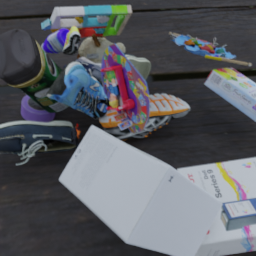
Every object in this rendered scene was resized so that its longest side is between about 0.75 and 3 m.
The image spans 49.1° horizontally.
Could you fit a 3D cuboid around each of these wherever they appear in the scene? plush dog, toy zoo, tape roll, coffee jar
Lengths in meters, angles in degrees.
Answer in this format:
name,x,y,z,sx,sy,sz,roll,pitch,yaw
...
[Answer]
name,x,y,z,sx,sy,sz,roll,pitch,yaw
plush dog,-1.186,-2.684,9.722,1.696,1.361,1.457,-49,41,-11
toy zoo,-1.281,-3.084,8.266,2.480,1.627,0.254,-9,88,-14
tape roll,-2.874,-0.625,9.006,1.058,0.449,1.058,13,40,-11
coffee jar,-2.493,-1.436,7.632,1.107,2.596,1.354,-21,70,5

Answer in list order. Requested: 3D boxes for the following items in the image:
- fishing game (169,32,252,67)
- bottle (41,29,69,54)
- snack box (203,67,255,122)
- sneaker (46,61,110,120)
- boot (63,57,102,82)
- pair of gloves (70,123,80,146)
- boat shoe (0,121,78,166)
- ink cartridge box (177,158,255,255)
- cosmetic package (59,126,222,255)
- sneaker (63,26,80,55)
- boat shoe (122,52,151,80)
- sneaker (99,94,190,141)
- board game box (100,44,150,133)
name,x,y,z,sx,sy,sz,roll,pitch,yaw
fishing game,2.274,-2.525,8.435,2.030,0.441,2.836,8,28,-14
bottle,-2.022,-2.385,7.898,1.299,0.543,0.424,0,49,47
snack box,3.369,-0.960,8.032,2.032,0.538,1.445,44,38,23
sneaker,-1.040,-0.875,7.451,1.266,1.104,2.816,40,11,10
boot,-1.259,-1.683,8.752,0.774,0.623,1.713,-35,44,-30
pair of gloves,-1.236,0.433,6.959,0.117,0.843,0.946,-13,67,-27
boat shoe,-2.452,0.388,7.245,2.574,0.964,0.796,-3,58,-49
ink cartridge box,2.354,1.691,6.109,2.385,1.043,1.733,-8,50,0
cosmetic package,0.232,1.176,5.113,2.047,2.040,1.258,22,79,47
sneaker,-1.351,-2.078,6.709,0.330,0.845,0.382,2,65,-32
boat shoe,0.063,-1.851,8.625,0.736,0.882,2.365,31,15,21
sneaker,0.510,-0.250,8.214,2.665,1.029,1.043,-13,32,-5
board game box,-0.284,-0.847,6.494,0.414,1.681,2.128,-21,61,-26
